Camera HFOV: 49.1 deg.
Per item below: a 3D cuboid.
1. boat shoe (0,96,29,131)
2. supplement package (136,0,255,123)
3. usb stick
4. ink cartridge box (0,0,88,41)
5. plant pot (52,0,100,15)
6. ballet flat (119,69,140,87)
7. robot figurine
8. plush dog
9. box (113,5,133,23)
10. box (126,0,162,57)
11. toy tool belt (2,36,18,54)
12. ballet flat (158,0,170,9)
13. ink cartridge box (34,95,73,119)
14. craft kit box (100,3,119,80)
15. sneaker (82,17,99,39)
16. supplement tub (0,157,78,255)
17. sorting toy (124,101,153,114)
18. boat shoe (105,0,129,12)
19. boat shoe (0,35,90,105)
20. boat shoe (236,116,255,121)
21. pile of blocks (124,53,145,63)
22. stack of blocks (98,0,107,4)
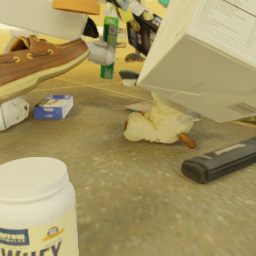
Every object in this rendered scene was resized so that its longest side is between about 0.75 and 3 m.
[{"bbox_3d":[-3.709,-0.588,9.102,0.927,1.015,2.821,-9,10,-12],"label":"boat shoe"},{"bbox_3d":[1.833,-1.870,4.783,2.086,2.837,2.713,23,-7,-8],"label":"supplement package"},{"bbox_3d":[2.249,0.618,5.993,2.625,0.428,0.728,-12,21,-34],"label":"usb stick"},{"bbox_3d":[-2.379,-3.382,7.082,2.047,1.187,2.774,5,34,-31],"label":"ink cartridge box"},{"bbox_3d":[-1.020,-2.675,5.602,0.965,0.675,0.965,6,18,-2],"label":"plant pot"},{"bbox_3d":[0.098,-1.217,6.995,0.418,0.418,1.143,7,8,21],"label":"ballet flat"},{"bbox_3d":[-0.964,-2.589,9.725,1.227,1.041,0.693,15,60,2],"label":"robot figurine"},{"bbox_3d":[1.198,-0.445,7.543,1.810,2.256,1.938,35,32,0],"label":"plush dog"},{"bbox_3d":[-0.298,-3.800,8.040,0.360,1.438,0.541,-27,37,-4],"label":"box"},{"bbox_3d":[0.826,-2.965,9.366,2.022,0.506,2.037,41,-9,12],"label":"box"},{"bbox_3d":[-3.741,-2.331,9.296,0.804,1.309,0.817,30,17,-27],"label":"toy tool belt"},{"bbox_3d":[1.620,-4.563,10.499,1.188,0.370,0.401,27,69,24],"label":"ballet flat"},{"bbox_3d":[-2.764,-0.837,10.629,0.992,0.466,2.109,0,17,-2],"label":"ink cartridge box"},{"bbox_3d":[-0.679,-3.739,11.254,0.618,2.546,2.514,9,52,-2],"label":"craft kit box"},{"bbox_3d":[-2.083,-3.925,10.828,1.199,0.690,2.299,-17,-9,16],"label":"sneaker"},{"bbox_3d":[-1.041,1.061,3.101,0.928,1.280,0.928,0,17,0],"label":"supplement tub"},{"bbox_3d":[0.767,-0.777,10.888,1.329,0.262,1.436,-16,19,-42],"label":"sorting toy"},{"bbox_3d":[-0.257,-3.038,6.658,0.423,0.330,0.933,17,9,11],"label":"boat shoe"},{"bbox_3d":[-1.858,-1.408,5.662,1.043,0.979,2.898,-6,25,40],"label":"boat shoe"},{"bbox_3d":[4.647,-0.602,8.786,1.017,1.111,2.972,-18,23,-30],"label":"boat shoe"},{"bbox_3d":[0.211,-2.751,10.906,0.955,0.392,0.297,9,13,36],"label":"pile of blocks"},{"bbox_3d":[-0.919,-4.481,8.906,0.959,0.488,1.666,-47,41,-8],"label":"stack of blocks"}]
